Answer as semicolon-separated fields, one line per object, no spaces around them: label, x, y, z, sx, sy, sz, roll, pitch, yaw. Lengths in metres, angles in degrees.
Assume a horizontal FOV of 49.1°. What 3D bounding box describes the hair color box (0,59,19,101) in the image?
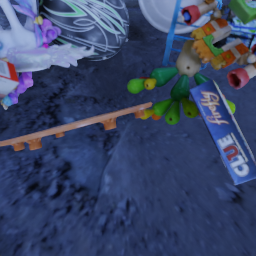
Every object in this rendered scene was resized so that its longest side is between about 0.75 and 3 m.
hair color box;-2.351;-0.545;4.224;0.710;1.281;0.409;13;49;-55

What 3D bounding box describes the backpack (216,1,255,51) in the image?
backpack;5.518;-4.205;12.101;2.685;1.973;2.457;20;47;16

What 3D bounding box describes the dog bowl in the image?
dog bowl;1.593;-4.400;9.038;2.830;2.830;0.830;12;35;14

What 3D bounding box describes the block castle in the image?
block castle;1.604;-1.609;4.558;0.840;1.196;1.790;-29;78;-12

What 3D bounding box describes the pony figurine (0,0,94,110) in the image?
pony figurine;-2.294;-1.884;6.149;2.580;2.672;2.225;-11;15;13

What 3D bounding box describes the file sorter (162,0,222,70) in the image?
file sorter;1.548;-2.434;6.692;1.057;1.196;1.724;13;75;6

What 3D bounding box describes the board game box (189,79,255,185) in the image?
board game box;1.423;-0.008;4.092;0.319;1.251;1.846;-27;-7;20

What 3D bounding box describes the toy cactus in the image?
toy cactus;1.187;-0.889;5.832;2.228;1.139;1.838;13;78;16

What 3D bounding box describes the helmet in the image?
helmet;-1.174;-3.043;7.798;2.385;2.385;2.274;-29;36;-31

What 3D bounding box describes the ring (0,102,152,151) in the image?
ring;-0.783;-0.008;4.532;2.443;0.234;2.443;-14;4;1
